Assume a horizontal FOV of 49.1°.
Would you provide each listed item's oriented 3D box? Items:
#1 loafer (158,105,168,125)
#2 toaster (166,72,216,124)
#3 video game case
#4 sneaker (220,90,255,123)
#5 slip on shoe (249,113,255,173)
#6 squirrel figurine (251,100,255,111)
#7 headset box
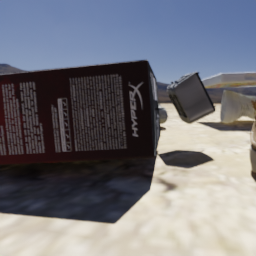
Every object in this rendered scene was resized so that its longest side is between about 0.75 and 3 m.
[{"bbox_3d":[0.441,-0.600,8.577,1.004,1.002,2.871,-3,6,-16],"label":"loafer"},{"bbox_3d":[0.963,-0.440,4.335,0.459,0.773,0.699,-29,8,2],"label":"toaster"},{"bbox_3d":[3.889,-1.548,9.185,2.556,0.321,2.808,-2,5,1],"label":"video game case"},{"bbox_3d":[4.024,-0.712,9.589,1.614,1.029,2.793,13,20,16],"label":"sneaker"},{"bbox_3d":[2.095,0.001,3.712,1.006,0.802,2.646,4,7,31],"label":"slip on shoe"},{"bbox_3d":[4.335,-0.468,7.145,2.086,1.476,1.947,-13,6,43],"label":"squirrel figurine"},{"bbox_3d":[-0.904,-0.166,3.658,2.573,0.993,1.914,-5,3,8],"label":"headset box"}]
